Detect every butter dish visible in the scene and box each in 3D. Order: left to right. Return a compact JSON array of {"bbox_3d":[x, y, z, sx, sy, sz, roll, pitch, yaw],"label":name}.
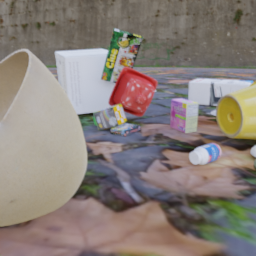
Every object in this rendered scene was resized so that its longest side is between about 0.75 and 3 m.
[{"bbox_3d":[0.301,-1.154,10.033,1.568,1.572,1.162,20,14,-23],"label":"butter dish"}]

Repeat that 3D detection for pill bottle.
[{"bbox_3d":[1.860,0.654,6.805,0.772,0.433,0.433,-13,20,-34],"label":"pill bottle"}]

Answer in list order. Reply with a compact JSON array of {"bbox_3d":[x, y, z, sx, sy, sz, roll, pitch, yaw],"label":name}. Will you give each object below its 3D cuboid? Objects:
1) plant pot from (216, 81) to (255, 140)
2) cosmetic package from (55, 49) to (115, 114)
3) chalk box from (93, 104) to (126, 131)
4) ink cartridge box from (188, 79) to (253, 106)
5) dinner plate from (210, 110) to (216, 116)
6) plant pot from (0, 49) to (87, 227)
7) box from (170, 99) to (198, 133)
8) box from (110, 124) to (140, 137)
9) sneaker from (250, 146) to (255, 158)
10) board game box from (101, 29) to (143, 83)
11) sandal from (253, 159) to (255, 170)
[{"bbox_3d":[3.634,-0.423,8.050,1.800,1.914,1.914,-9,17,-17],"label":"plant pot"},{"bbox_3d":[-1.834,-2.212,12.730,2.429,2.427,2.944,-9,20,-19],"label":"cosmetic package"},{"bbox_3d":[-0.720,-0.345,9.713,1.071,0.666,0.663,-13,9,29],"label":"chalk box"},{"bbox_3d":[4.728,-1.823,14.359,2.819,1.187,2.038,8,17,28],"label":"ink cartridge box"},{"bbox_3d":[4.280,-0.657,12.122,1.376,0.167,1.376,0,17,0],"label":"dinner plate"},{"bbox_3d":[-1.723,0.396,4.468,1.819,2.710,2.710,39,-11,-36],"label":"plant pot"},{"bbox_3d":[1.912,-0.429,9.630,0.491,1.016,0.894,-7,17,-25],"label":"box"},{"bbox_3d":[-0.088,0.058,9.445,0.627,0.173,0.917,9,18,30],"label":"box"},{"bbox_3d":[4.085,0.342,7.157,2.029,0.859,0.739,-5,18,-12],"label":"sneaker"},{"bbox_3d":[-0.284,-2.630,10.708,1.117,2.132,0.250,14,41,-8],"label":"board game box"},{"bbox_3d":[3.537,0.875,5.732,0.779,0.560,1.961,-13,20,-38],"label":"sandal"}]
